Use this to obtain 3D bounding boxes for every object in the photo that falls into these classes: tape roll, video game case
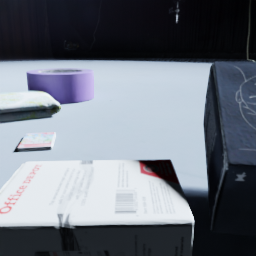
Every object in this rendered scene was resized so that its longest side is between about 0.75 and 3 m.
[{"bbox_3d":[-2.931,-1.916,12.336,2.843,1.208,2.843,1,17,0],"label":"tape roll"},{"bbox_3d":[-2.198,0.322,6.850,0.759,0.093,1.061,-3,17,-9],"label":"video game case"}]

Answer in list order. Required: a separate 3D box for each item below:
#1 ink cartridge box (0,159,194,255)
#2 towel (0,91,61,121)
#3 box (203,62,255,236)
[{"bbox_3d":[-0.402,1.013,3.253,2.000,0.838,1.443,0,17,0],"label":"ink cartridge box"},{"bbox_3d":[-3.775,-0.761,9.649,2.477,0.596,2.120,-8,22,-25],"label":"towel"},{"bbox_3d":[2.242,0.202,3.804,2.222,1.377,2.184,3,40,10],"label":"box"}]
